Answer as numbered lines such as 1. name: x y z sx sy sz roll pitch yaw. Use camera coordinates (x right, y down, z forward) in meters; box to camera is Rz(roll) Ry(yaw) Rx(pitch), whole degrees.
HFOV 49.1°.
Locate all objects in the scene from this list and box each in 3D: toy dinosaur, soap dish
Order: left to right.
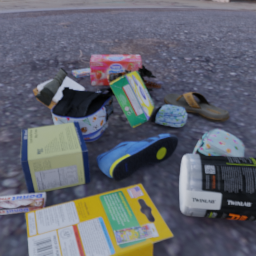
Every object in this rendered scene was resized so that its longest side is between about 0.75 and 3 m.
1. soap dish: -2.991 -1.489 12.371 1.494 0.771 1.899 33 39 12
2. toy dinosaur: 0.411 -2.359 13.828 2.722 1.390 1.847 -16 14 -22

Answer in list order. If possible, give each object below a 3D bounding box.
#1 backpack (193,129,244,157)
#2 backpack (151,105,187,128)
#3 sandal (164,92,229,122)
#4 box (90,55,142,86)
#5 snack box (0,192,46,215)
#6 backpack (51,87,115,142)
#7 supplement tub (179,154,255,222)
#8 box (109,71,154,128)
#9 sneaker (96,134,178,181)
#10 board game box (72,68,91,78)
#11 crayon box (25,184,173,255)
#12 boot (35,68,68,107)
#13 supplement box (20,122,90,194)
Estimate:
1. backpack: 2.691 0.741 8.320 1.386 1.209 1.577 26 27 11
2. backpack: 1.670 -0.455 10.964 1.239 0.952 1.010 28 32 15
3. sandal: 2.901 -1.054 11.938 2.947 0.804 1.204 26 39 38
4. box: -0.650 -3.107 15.000 2.685 1.338 1.282 0 30 -2
5. snack box: -2.894 1.973 7.265 1.431 0.174 0.514 -4 30 -7
6. backpack: -1.688 -0.461 10.022 2.216 1.707 2.111 3 25 18
7. supplement tub: 2.548 1.450 6.819 2.475 1.516 1.516 3 30 6
8. box: 0.281 -1.223 10.737 0.722 1.752 2.987 -25 10 14
9. sneaker: 0.330 0.684 8.777 2.807 0.925 1.101 -20 34 -30
10. board game box: -2.604 -3.212 16.341 1.151 0.198 0.779 -15 33 -25
11. crayon box: -0.677 2.332 6.084 2.797 0.721 1.758 -11 32 -17
12. boot: -2.653 -1.433 9.969 1.165 0.604 1.784 -56 18 -20
13. supplement box: -2.157 0.823 8.277 1.738 1.168 1.739 -9 31 -15
